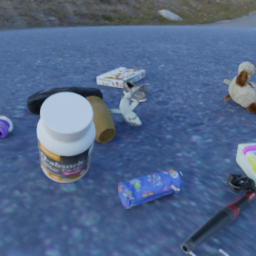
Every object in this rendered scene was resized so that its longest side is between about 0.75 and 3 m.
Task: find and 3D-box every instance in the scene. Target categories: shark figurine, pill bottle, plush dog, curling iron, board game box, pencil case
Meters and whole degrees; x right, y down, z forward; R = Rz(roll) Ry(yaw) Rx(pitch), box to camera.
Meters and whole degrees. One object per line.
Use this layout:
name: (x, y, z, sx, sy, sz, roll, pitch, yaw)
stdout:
shark figurine: (0.078, -0.754, 10.298, 1.332, 0.931, 2.230, 2, 46, 17)
pill bottle: (-1.410, 0.284, 6.389, 1.264, 2.172, 1.264, 6, 55, -9)
plush dog: (4.687, -1.458, 11.357, 1.632, 2.035, 1.748, -28, 6, 20)
curling iron: (1.915, 1.707, 5.778, 0.713, 0.368, 2.877, 29, 36, 31)
board game box: (-0.331, -2.771, 15.267, 1.593, 0.437, 2.523, 13, 28, 27)
pencil case: (0.524, 1.360, 6.300, 1.470, 0.574, 0.638, -11, 23, -20)

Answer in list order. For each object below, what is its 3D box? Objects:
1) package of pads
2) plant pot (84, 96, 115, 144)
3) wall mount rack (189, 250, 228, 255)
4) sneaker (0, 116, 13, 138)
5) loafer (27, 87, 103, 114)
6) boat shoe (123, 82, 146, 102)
package of pads: (3.785, 1.048, 6.875, 1.511, 0.667, 1.955, -2, 26, -2)
plant pot: (-1.005, -0.142, 9.012, 1.236, 1.236, 1.326, -15, 46, -29)
wall mount rack: (1.404, 2.289, 4.640, 0.968, 0.361, 0.841, -1, 29, -2)
sneaker: (-4.845, 0.010, 8.966, 2.073, 0.836, 0.865, -2, 31, -5)
loafer: (-2.538, -1.234, 11.303, 2.989, 1.015, 1.049, -8, 34, -9)
boat shoe: (0.289, -1.662, 12.813, 0.631, 0.522, 1.756, -10, 27, -21)
